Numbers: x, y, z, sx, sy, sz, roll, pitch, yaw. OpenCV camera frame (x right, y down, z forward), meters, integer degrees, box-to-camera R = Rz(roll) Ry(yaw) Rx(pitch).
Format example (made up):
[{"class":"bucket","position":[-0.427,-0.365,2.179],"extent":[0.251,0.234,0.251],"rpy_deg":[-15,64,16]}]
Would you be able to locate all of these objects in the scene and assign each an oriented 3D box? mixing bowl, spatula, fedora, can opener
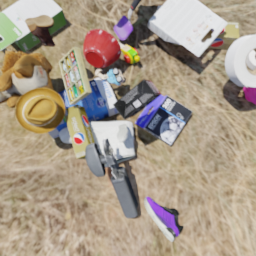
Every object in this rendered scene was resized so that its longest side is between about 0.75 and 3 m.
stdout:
[{"class":"mixing bowl","position":[-1.023,-2.624,9.798],"extent":[1.417,1.417,0.767],"rpy_deg":[19,56,6]},{"class":"spatula","position":[0.116,-3.941,9.584],"extent":[0.250,2.430,0.687],"rpy_deg":[-27,82,-29]},{"class":"fedora","position":[-2.484,-0.502,7.975],"extent":[1.424,0.581,1.424],"rpy_deg":[0,89,-19]},{"class":"can opener","position":[-0.474,1.552,8.341],"extent":[0.914,0.729,2.734],"rpy_deg":[-13,115,10]}]

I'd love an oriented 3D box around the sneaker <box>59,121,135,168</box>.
[{"class":"sneaker","position":[-1.016,0.609,9.309],"extent":[2.517,0.927,1.455],"rpy_deg":[-6,68,-3]}]

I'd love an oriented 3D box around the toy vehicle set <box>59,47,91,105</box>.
[{"class":"toy vehicle set","position":[-1.570,-1.500,8.191],"extent":[0.191,0.896,1.443],"rpy_deg":[-4,72,-45]}]

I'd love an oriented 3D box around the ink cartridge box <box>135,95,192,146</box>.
[{"class":"ink cartridge box","position":[1.254,-0.370,9.922],"extent":[1.516,0.329,1.501],"rpy_deg":[33,76,10]}]

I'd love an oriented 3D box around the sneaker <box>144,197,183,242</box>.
[{"class":"sneaker","position":[1.151,2.724,8.849],"extent":[0.761,0.532,1.531],"rpy_deg":[-34,79,-15]}]

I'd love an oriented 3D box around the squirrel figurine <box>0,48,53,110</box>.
[{"class":"squirrel figurine","position":[-3.551,-1.494,8.905],"extent":[2.062,1.563,2.209],"rpy_deg":[-18,43,18]}]

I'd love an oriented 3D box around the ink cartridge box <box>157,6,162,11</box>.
[{"class":"ink cartridge box","position":[1.487,-4.276,11.007],"extent":[0.643,0.873,0.632],"rpy_deg":[-10,71,-3]}]

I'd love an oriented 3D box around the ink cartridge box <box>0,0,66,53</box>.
[{"class":"ink cartridge box","position":[-4.051,-3.996,10.916],"extent":[2.896,0.859,1.503],"rpy_deg":[-40,76,-12]}]

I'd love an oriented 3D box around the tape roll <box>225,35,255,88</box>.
[{"class":"tape roll","position":[3.796,-2.020,8.560],"extent":[1.577,0.552,1.577],"rpy_deg":[-3,104,-12]}]

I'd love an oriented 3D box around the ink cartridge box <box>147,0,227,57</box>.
[{"class":"ink cartridge box","position":[2.107,-3.715,10.102],"extent":[2.215,0.632,1.800],"rpy_deg":[40,81,3]}]

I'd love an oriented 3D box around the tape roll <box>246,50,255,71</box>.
[{"class":"tape roll","position":[5.016,-2.626,10.742],"extent":[0.913,0.319,0.913],"rpy_deg":[0,72,0]}]

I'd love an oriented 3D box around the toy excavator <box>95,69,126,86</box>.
[{"class":"toy excavator","position":[-0.632,-1.751,9.570],"extent":[0.865,0.432,0.841],"rpy_deg":[-26,85,19]}]

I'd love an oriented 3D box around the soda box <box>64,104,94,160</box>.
[{"class":"soda box","position":[-1.467,0.139,8.666],"extent":[0.521,0.551,1.628],"rpy_deg":[-21,76,14]}]

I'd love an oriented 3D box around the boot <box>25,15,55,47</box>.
[{"class":"boot","position":[-2.465,-2.893,8.492],"extent":[1.198,0.997,0.434],"rpy_deg":[15,66,33]}]

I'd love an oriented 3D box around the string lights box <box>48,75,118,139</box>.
[{"class":"string lights box","position":[-1.727,-0.743,9.864],"extent":[2.551,0.752,1.311],"rpy_deg":[-21,73,-7]}]

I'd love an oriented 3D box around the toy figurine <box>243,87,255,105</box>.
[{"class":"toy figurine","position":[5.255,-1.574,9.996],"extent":[2.215,1.807,2.407],"rpy_deg":[-40,100,1]}]

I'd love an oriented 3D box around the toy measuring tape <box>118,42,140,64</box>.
[{"class":"toy measuring tape","position":[-0.079,-2.901,10.834],"extent":[0.602,0.602,1.636],"rpy_deg":[-39,53,-12]}]

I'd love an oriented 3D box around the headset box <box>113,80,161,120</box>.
[{"class":"headset box","position":[0.313,-0.821,7.986],"extent":[1.091,1.466,0.566],"rpy_deg":[-37,89,16]}]

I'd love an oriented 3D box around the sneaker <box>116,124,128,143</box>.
[{"class":"sneaker","position":[-0.128,0.223,8.785],"extent":[0.361,0.381,0.946],"rpy_deg":[-12,27,12]}]

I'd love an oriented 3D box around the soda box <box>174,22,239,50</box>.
[{"class":"soda box","position":[2.996,-3.625,10.831],"extent":[2.320,0.786,0.742],"rpy_deg":[5,71,2]}]
